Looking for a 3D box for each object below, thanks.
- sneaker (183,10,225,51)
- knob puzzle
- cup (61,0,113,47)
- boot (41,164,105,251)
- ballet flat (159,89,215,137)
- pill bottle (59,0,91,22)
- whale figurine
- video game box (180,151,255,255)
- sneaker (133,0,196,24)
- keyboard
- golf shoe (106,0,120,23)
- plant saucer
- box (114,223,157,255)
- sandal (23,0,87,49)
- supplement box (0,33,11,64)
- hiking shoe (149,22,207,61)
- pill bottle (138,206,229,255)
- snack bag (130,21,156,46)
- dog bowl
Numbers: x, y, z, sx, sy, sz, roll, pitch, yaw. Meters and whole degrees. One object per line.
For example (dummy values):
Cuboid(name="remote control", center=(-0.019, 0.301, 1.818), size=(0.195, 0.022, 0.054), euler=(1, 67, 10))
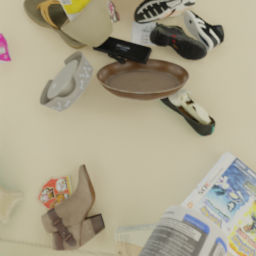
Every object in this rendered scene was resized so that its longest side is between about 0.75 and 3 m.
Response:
Cuboid(name="sneaker", center=(2.601, -3.382, 9.426), size=(0.890, 0.581, 1.591), euler=(-28, 79, -15))
Cuboid(name="knob puzzle", center=(-2.075, 1.862, 7.856), size=(1.146, 0.159, 1.146), euler=(0, 72, 0))
Cuboid(name="cup", center=(-1.119, -3.172, 8.610), size=(1.113, 1.557, 1.557), euler=(43, 73, -28))
Cuboid(name="boot", center=(-1.560, 2.161, 7.479), size=(1.507, 0.724, 2.062), euler=(-18, 72, -4))
Cuboid(name="ballet flat", center=(1.776, -0.677, 8.378), size=(2.189, 0.749, 0.744), euler=(43, 66, 13))
Cuboid(name="pill bottle", center=(-1.346, -3.472, 8.266), size=(0.962, 1.717, 0.962), euler=(-12, 50, 14))
Cuboid(name="whale figurine", center=(-4.132, 1.622, 7.554), size=(2.460, 1.276, 1.957), euler=(31, 69, -15))
Cuboid(name="video game box", center=(2.938, 2.124, 7.586), size=(2.260, 0.529, 2.059), euler=(41, 79, 12))
Cuboid(name="sneaker", center=(1.301, -3.999, 9.447), size=(2.288, 0.915, 0.843), euler=(-21, 71, 5))
Cuboid(name="keyboard", center=(-0.230, -2.465, 9.118), size=(1.822, 0.234, 1.094), euler=(17, 52, 9))
Cuboid(name="golf shoe", center=(-0.611, -4.047, 9.724), size=(0.406, 0.320, 0.881), euler=(-21, 73, -6))
Cuboid(name="plant saucer", center=(0.418, -1.418, 8.167), size=(2.658, 0.426, 2.658), euler=(-1, 33, 1))
Cuboid(name="box", center=(0.638, 2.845, 7.071), size=(1.890, 0.897, 0.735), euler=(-6, 79, 3))
Cuboid(name="sandal", center=(-2.372, -3.719, 9.376), size=(2.767, 0.747, 1.111), euler=(40, 78, 11))
Cuboid(name="supplement box", center=(-4.186, -2.586, 9.179), size=(0.442, 0.433, 0.855), euler=(-16, 72, -5))
Cuboid(name="hiking shoe", center=(1.709, -2.914, 9.087), size=(1.949, 0.738, 0.981), euler=(24, 55, -3))
Cuboid(name="pill bottle", center=(0.484, 1.883, 3.419), size=(0.939, 0.939, 1.650), euler=(34, 60, 11))
Cuboid(name="snack bag", center=(0.552, -3.246, 9.574), size=(0.897, 0.102, 0.951), euler=(3, 72, 2))
Cuboid(name="dog bowl", center=(-1.756, -1.291, 8.084), size=(0.554, 1.889, 1.889), euler=(37, 71, -31))
